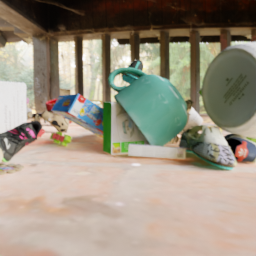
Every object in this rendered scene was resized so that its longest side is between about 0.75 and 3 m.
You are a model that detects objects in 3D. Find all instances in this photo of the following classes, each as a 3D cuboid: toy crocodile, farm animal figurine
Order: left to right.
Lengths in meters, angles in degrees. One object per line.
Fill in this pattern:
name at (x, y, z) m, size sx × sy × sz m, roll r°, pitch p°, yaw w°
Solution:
farm animal figurine at (-4.243, -0.505, 13.865) m, size 2.511 × 2.027 × 1.262 m, roll -1°, pitch 45°, yaw -7°
toy crocodile at (-2.386, 0.358, 9.799) m, size 1.187 × 0.401 × 0.367 m, roll 12°, pitch -12°, yaw 41°

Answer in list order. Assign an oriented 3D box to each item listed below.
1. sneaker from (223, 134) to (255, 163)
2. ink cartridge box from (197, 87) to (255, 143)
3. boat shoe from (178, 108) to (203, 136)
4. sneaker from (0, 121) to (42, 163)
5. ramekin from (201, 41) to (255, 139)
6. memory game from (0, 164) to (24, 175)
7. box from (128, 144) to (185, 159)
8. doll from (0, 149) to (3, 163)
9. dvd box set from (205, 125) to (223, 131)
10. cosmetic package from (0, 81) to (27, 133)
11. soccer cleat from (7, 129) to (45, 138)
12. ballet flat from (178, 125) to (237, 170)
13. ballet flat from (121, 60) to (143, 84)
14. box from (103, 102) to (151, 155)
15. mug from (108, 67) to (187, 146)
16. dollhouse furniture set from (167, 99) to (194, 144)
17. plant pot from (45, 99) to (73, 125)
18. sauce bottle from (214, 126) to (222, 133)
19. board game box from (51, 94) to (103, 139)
sneaker at (2.756, 0.470, 7.545) m, size 0.757 × 0.671 × 1.791 m, roll 9°, pitch 3°, yaw -9°
ink cartridge box at (3.789, -0.992, 8.852) m, size 1.016 × 1.982 × 2.682 m, roll 13°, pitch 33°, yaw -38°
boat shoe at (2.320, -0.027, 11.856) m, size 0.959 × 0.980 × 2.768 m, roll 38°, pitch -13°, yaw 2°
sneaker at (-2.720, 0.226, 6.968) m, size 0.743 × 0.681 × 1.775 m, roll -28°, pitch 18°, yaw 18°
ramekin at (3.045, -0.995, 7.283) m, size 1.215 × 2.608 × 2.608 m, roll -2°, pitch 5°, yaw -27°
memory game at (-2.801, 0.910, 6.212) m, size 0.927 × 0.059 × 0.927 m, roll 0°, pitch 5°, yaw 0°
box at (0.767, 0.638, 7.553) m, size 1.529 × 0.317 × 0.296 m, roll 3°, pitch 0°, yaw 3°
doll at (-3.830, -0.031, 6.027) m, size 2.817 × 0.683 × 1.922 m, roll 37°, pitch -21°, yaw 13°
dvd box set at (4.515, -0.023, 16.131) m, size 1.877 × 0.276 × 1.373 m, roll -1°, pitch 5°, yaw -9°
cosmetic package at (-6.457, -0.814, 12.298) m, size 2.473 × 2.471 × 2.998 m, roll 3°, pitch 7°, yaw 28°
soccer cleat at (-3.871, 0.171, 10.678) m, size 1.449 × 0.483 × 0.554 m, roll -16°, pitch 55°, yaw -47°
ballet flat at (1.986, 0.379, 7.301) m, size 0.944 × 0.944 × 2.624 m, roll -1°, pitch 5°, yaw -9°
ballet flat at (0.232, -2.031, 10.138) m, size 0.720 × 0.724 × 2.117 m, roll 24°, pitch 0°, yaw -10°
box at (-0.035, -0.023, 8.547) m, size 1.359 × 1.540 × 0.745 m, roll -1°, pitch 6°, yaw -25°
mug at (0.678, -0.722, 8.374) m, size 1.569 × 2.538 × 2.085 m, roll -36°, pitch 27°, yaw -2°
dollhouse furniture set at (1.577, -0.448, 10.014) m, size 0.976 × 1.999 × 1.704 m, roll -2°, pitch 36°, yaw -37°
plant pot at (-4.449, -1.051, 18.731) m, size 1.815 × 1.653 × 1.815 m, roll -9°, pitch 16°, yaw 3°
sauce bottle at (4.414, 0.093, 13.784) m, size 0.446 × 0.446 × 1.351 m, roll 3°, pitch 7°, yaw 28°
board game box at (-1.313, -0.308, 10.180) m, size 2.430 × 0.693 × 2.482 m, roll 31°, pitch -10°, yaw -25°
